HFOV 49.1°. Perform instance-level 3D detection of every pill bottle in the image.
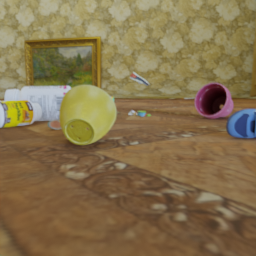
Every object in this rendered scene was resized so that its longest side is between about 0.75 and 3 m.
[{"bbox_3d":[-4.111,-0.542,10.343,0.940,0.940,1.720,6,11,37],"label":"pill bottle"},{"bbox_3d":[-3.743,-1.033,11.938,2.602,1.475,1.475,-2,8,-9],"label":"pill bottle"}]

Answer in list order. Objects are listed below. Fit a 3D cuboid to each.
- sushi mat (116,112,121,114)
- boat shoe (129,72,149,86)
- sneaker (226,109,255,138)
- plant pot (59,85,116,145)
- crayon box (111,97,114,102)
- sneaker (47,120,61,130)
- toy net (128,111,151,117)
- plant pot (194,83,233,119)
[{"bbox_3d":[-0.964,-0.899,15.901,0.667,0.084,1.393,-5,9,-23],"label":"sushi mat"},{"bbox_3d":[0.492,-2.071,12.192,0.984,0.308,0.350,27,16,-32],"label":"boat shoe"},{"bbox_3d":[3.810,-0.080,7.671,2.207,0.816,0.908,-2,10,-7],"label":"sneaker"},{"bbox_3d":[-1.090,-0.169,6.940,1.479,1.479,1.050,1,33,6],"label":"plant pot"},{"bbox_3d":[-1.587,-1.057,13.983,1.735,0.851,2.922,-2,9,-1],"label":"crayon box"},{"bbox_3d":[-2.472,-0.118,9.668,0.387,0.346,0.969,-2,2,28],"label":"sneaker"},{"bbox_3d":[0.526,-0.755,14.271,0.716,0.264,1.365,-6,10,-35],"label":"toy net"},{"bbox_3d":[4.145,-1.154,13.084,1.610,1.610,1.441,7,-4,42],"label":"plant pot"}]
